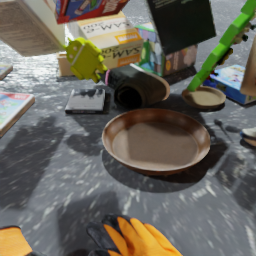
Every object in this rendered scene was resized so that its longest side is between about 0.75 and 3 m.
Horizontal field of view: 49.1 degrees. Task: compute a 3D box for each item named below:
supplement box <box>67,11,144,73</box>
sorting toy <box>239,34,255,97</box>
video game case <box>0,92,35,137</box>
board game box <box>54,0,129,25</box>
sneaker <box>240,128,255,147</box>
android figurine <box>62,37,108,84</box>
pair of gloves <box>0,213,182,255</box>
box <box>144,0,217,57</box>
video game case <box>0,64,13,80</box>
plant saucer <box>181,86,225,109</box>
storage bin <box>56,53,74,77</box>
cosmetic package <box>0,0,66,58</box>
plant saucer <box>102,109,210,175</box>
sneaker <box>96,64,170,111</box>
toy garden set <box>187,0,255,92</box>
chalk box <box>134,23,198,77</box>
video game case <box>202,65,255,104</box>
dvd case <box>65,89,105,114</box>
[{"bbox_3d":[-0.766,-2.848,8.362,1.508,0.880,2.393,-20,58,-20],"label":"supplement box"},{"bbox_3d":[2.212,-0.996,3.858,0.996,1.337,0.179,16,28,18],"label":"sorting toy"},{"bbox_3d":[-4.275,-0.309,8.095,2.055,0.251,2.874,5,33,8],"label":"video game case"},{"bbox_3d":[-0.396,-2.179,4.257,1.261,0.238,2.449,-18,6,-17],"label":"board game box"},{"bbox_3d":[3.707,0.071,7.106,1.636,0.697,0.630,2,33,5],"label":"sneaker"},{"bbox_3d":[-1.112,-1.726,7.055,1.276,1.161,0.262,45,47,-5],"label":"android figurine"},{"bbox_3d":[-0.462,1.921,3.571,2.989,0.370,2.663,2,17,-33],"label":"pair of gloves"},{"bbox_3d":[1.155,-3.854,7.781,1.606,2.586,2.607,-18,37,10],"label":"box"},{"bbox_3d":[-5.931,-1.991,10.672,2.287,0.252,2.082,3,33,6],"label":"video game case"},{"bbox_3d":[2.452,-0.996,9.191,1.407,0.207,1.407,0,34,0],"label":"plant saucer"},{"bbox_3d":[-2.018,-2.847,11.467,1.735,0.813,1.722,-8,35,-11],"label":"storage bin"},{"bbox_3d":[-2.466,-2.652,6.449,1.307,1.103,2.528,-7,-8,4],"label":"cosmetic package"},{"bbox_3d":[0.673,0.326,6.955,2.614,0.450,2.614,0,34,0],"label":"plant saucer"},{"bbox_3d":[-0.267,-1.459,9.095,2.969,1.050,1.472,25,35,26],"label":"sneaker"},{"bbox_3d":[2.734,-2.227,6.766,0.545,2.732,2.277,39,52,8],"label":"toy garden set"},{"bbox_3d":[1.288,-3.196,11.194,2.725,1.695,1.687,-24,40,-34],"label":"chalk box"},{"bbox_3d":[3.966,-1.605,9.904,1.763,0.442,1.945,-18,37,-26],"label":"video game case"},{"bbox_3d":[-1.339,-0.885,9.036,1.124,0.185,1.495,0,33,0],"label":"dvd case"}]
